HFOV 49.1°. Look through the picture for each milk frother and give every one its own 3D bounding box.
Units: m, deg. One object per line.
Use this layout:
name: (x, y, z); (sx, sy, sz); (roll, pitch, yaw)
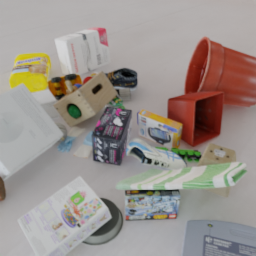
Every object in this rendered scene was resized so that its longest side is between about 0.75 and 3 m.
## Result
milk frother: (-0.359, -1.746, 12.678); (0.867, 0.922, 0.832); (-6, 31, -6)

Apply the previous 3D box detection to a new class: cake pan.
cake pan: (-0.838, 2.433, 7.492); (1.421, 0.261, 1.421); (0, 37, 0)

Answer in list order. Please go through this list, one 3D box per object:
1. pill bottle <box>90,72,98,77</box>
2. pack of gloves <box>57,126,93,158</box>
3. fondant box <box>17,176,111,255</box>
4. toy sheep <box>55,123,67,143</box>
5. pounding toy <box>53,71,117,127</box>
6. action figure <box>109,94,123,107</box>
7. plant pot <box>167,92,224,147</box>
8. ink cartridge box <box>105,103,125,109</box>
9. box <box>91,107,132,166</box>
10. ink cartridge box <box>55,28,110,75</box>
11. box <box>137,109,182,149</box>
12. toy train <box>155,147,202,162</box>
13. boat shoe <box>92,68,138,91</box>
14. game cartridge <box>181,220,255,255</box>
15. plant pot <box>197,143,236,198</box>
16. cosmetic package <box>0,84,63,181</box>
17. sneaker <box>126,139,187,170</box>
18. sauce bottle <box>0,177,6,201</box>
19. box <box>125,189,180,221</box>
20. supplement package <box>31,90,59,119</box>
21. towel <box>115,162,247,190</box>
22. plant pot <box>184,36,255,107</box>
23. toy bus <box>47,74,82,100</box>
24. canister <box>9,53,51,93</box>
pill bottle: (-1.714, -2.499, 14.106); (0.448, 0.448, 0.806); (5, 36, 7)
pack of gloves: (-1.774, 0.401, 10.226); (1.303, 0.306, 1.551); (8, 37, 15)
fondant box: (-1.589, 2.289, 7.054); (1.905, 0.555, 1.374); (-35, 47, -20)
toy sheep: (-2.578, 0.164, 10.192); (0.763, 0.763, 1.106); (-17, 39, -21)
pounding toy: (-1.772, -1.203, 10.618); (1.990, 1.537, 2.161); (-22, 19, 41)
action figure: (-0.678, -1.294, 11.797); (0.830, 0.384, 1.405); (-34, 55, -23)
plant pot: (2.351, -0.491, 10.340); (1.692, 1.691, 1.491); (-18, 26, -36)
ink cartridge box: (-0.562, -0.857, 11.903); (0.660, 0.380, 0.904); (-11, 38, -14)
box: (-0.506, 0.256, 9.703); (1.013, 1.167, 1.766); (9, 38, 9)
ink cartridge box: (-2.360, -4.076, 14.938); (1.119, 1.921, 2.654); (21, 41, 40)
box: (1.023, 0.037, 10.037); (1.800, 1.072, 0.373); (21, 49, 25)
toy train: (1.681, 0.881, 9.588); (1.652, 0.345, 0.466); (3, 26, 5)
boat shoe: (-0.670, -2.387, 13.152); (2.319, 1.052, 0.820); (5, 65, 2)
game cartridge: (2.635, 3.093, 6.388); (2.803, 0.573, 1.866); (10, 41, 13)
plant pot: (2.683, 1.184, 8.551); (1.175, 1.041, 1.176); (18, 40, 23)
cosmetic package: (-3.676, 0.132, 8.861); (2.153, 1.328, 2.160); (53, 49, -3)
sneaker: (0.875, 0.996, 9.000); (2.027, 0.728, 0.734); (21, 49, 12)
sauce bottle: (-4.739, 1.949, 7.734); (2.440, 0.805, 0.805); (-13, 38, -15)
box: (0.618, 2.042, 7.427); (1.417, 0.970, 0.283); (-1, 36, -3)
supplement package: (-3.766, -0.819, 11.438); (1.515, 0.840, 1.180); (-18, 37, -22)
towel: (1.460, 1.269, 7.399); (2.896, 0.339, 2.209); (-8, -2, 30)
plant pot: (4.116, -2.134, 11.827); (2.711, 2.787, 2.787); (12, 36, -5)
toy bus: (-2.978, -2.030, 13.107); (1.522, 1.033, 1.461); (-14, 25, -14)
canister: (-4.839, -2.769, 13.987); (1.830, 1.066, 2.464); (-6, 38, -8)
